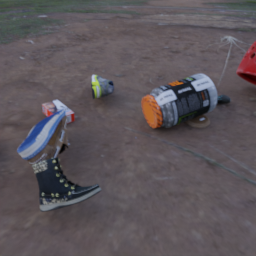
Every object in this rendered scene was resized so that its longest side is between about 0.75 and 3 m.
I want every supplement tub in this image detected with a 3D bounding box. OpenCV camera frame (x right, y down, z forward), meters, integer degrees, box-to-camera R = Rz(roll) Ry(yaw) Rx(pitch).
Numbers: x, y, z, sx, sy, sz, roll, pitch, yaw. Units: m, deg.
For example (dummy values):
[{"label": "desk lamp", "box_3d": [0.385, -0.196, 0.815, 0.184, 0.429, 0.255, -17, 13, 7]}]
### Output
[{"label": "supplement tub", "box_3d": [1.914, -0.979, 10.677, 2.574, 1.577, 1.577, -20, 37, -16]}]

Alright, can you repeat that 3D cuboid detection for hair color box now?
[{"label": "hair color box", "box_3d": [-2.829, -0.614, 11.301, 0.733, 0.423, 1.322, -24, 41, -35]}]

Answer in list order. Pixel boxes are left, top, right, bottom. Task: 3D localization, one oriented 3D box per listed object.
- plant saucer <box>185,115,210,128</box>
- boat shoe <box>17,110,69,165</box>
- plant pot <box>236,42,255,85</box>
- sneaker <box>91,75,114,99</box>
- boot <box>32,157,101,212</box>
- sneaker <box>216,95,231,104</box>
[{"label": "plant saucer", "box_3d": [2.759, -0.317, 11.159, 1.021, 0.150, 1.021, 1, 32, 0]}, {"label": "boat shoe", "box_3d": [-2.453, 0.375, 8.769, 1.068, 1.070, 2.957, -26, 20, 17]}, {"label": "plant pot", "box_3d": [6.592, -3.038, 12.384, 2.705, 2.463, 2.705, 22, 11, -4]}, {"label": "sneaker", "box_3d": [-1.143, -1.834, 12.605, 0.975, 0.890, 2.408, -3, 23, -6]}, {"label": "boot", "box_3d": [-1.606, 1.313, 7.044, 1.663, 1.256, 0.600, -19, -7, 12]}, {"label": "sneaker", "box_3d": [3.888, -1.192, 12.363, 1.201, 0.453, 0.476, 9, 47, 26]}]
